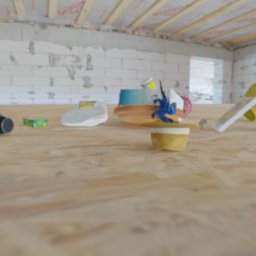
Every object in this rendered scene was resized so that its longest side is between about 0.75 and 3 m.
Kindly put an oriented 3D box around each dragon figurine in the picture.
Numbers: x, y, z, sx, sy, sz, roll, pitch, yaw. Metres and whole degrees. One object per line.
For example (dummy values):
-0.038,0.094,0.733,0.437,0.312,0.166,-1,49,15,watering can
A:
1.415,-0.767,10.295,0.997,2.004,0.590,2,-13,44,dragon figurine

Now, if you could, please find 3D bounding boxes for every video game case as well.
3.962,-0.538,10.587,1.703,0.195,1.550,-42,0,10,video game case

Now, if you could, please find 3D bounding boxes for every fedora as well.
1.004,0.210,6.876,1.613,0.658,1.613,2,-1,0,fedora

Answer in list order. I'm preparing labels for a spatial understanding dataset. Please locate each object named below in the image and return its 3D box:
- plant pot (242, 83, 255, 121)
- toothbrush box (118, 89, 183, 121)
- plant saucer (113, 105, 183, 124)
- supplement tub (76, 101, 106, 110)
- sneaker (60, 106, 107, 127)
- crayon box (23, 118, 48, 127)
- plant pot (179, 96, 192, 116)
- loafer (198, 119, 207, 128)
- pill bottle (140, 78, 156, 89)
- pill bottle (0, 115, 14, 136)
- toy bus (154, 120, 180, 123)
6.632,-1.149,14.448,1.387,1.954,1.954,-39,15,-9,plant pot
1.154,-1.134,14.181,2.764,1.179,2.023,4,-10,29,toothbrush box
0.861,-0.522,12.035,2.990,0.483,2.990,1,-6,0,plant saucer
-1.969,-0.953,15.123,1.412,1.026,1.026,2,7,14,supplement tub
-1.810,-0.332,11.681,1.957,0.748,0.788,-8,-32,-11,sneaker
-4.054,-0.240,12.211,0.661,0.324,1.113,-6,9,-41,crayon box
3.294,-1.230,17.503,1.283,1.283,1.149,3,23,21,plant pot
3.059,-0.198,11.388,0.305,0.304,0.872,41,3,6,loafer
1.221,-2.065,15.485,0.720,1.319,0.720,-24,25,12,pill bottle
-4.487,-0.101,9.358,1.256,0.703,0.703,3,7,23,pill bottle
1.571,-0.126,11.196,1.024,0.333,0.401,6,9,41,toy bus
